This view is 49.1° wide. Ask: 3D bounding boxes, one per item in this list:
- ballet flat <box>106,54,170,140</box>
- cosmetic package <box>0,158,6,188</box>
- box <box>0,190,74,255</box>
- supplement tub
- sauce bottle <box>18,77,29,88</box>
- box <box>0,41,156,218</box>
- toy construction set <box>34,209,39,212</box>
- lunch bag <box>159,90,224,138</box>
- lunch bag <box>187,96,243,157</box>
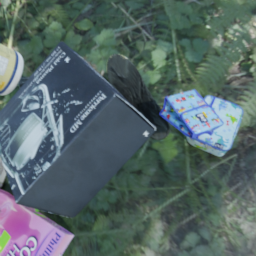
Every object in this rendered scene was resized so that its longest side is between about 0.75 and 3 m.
[{"bbox_3d":[0.253,-0.853,8.200,0.950,0.812,2.859,-31,94,12],"label":"ballet flat"},{"bbox_3d":[-5.236,1.194,8.878,2.368,1.201,0.844,4,54,3],"label":"cosmetic package"},{"bbox_3d":[-3.424,3.435,7.984,2.737,1.323,2.408,29,71,10],"label":"box"},{"bbox_3d":[-3.738,-1.677,7.045,1.278,1.770,1.278,-17,64,37],"label":"supplement tub"},{"bbox_3d":[-2.824,-1.808,10.392,2.364,0.765,0.765,-7,68,-5],"label":"sauce bottle"},{"bbox_3d":[-1.471,-0.017,6.815,2.950,1.828,2.900,-48,50,5],"label":"box"},{"bbox_3d":[-1.910,1.832,7.315,0.661,0.718,0.860,31,34,11],"label":"toy construction set"},{"bbox_3d":[1.430,-0.222,6.167,0.893,0.558,1.187,-17,51,-28],"label":"lunch bag"},{"bbox_3d":[2.976,-0.093,9.719,1.538,0.789,1.913,26,69,13],"label":"lunch bag"}]
